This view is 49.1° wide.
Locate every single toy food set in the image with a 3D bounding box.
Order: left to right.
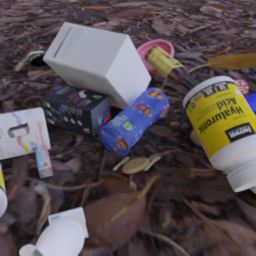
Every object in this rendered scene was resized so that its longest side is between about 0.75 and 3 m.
[{"bbox_3d":[0.238,1.063,7.657,1.221,0.245,0.843,-7,20,42],"label":"toy food set"}]

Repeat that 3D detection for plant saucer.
[{"bbox_3d":[1.198,-3.320,13.347,2.030,0.514,2.030,-12,53,17],"label":"plant saucer"}]

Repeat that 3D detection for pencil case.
[{"bbox_3d":[0.260,-0.241,9.008,1.100,1.225,2.820,42,47,6],"label":"pencil case"}]

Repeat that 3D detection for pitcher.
[{"bbox_3d":[-1.400,2.469,5.393,0.810,1.146,1.336,1,7,19],"label":"pitcher"}]

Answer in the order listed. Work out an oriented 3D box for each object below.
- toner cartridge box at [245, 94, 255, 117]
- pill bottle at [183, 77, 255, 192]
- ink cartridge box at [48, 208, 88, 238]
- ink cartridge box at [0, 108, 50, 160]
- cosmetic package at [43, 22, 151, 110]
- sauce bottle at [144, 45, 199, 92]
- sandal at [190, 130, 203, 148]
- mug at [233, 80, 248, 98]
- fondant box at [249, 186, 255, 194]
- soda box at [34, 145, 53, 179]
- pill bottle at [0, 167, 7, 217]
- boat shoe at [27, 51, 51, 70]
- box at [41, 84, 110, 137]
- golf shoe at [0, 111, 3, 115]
[{"bbox_3d":[5.174,-0.289,9.525,1.271,0.577,2.675,-28,43,-32],"label":"toner cartridge box"},{"bbox_3d":[2.480,0.150,6.847,1.437,1.437,2.582,-13,63,-17],"label":"pill bottle"},{"bbox_3d":[-1.346,2.232,6.306,0.784,0.171,0.681,-11,62,-15],"label":"ink cartridge box"},{"bbox_3d":[-3.255,0.176,8.320,1.627,1.201,0.697,-11,35,-14],"label":"ink cartridge box"},{"bbox_3d":[-0.962,-2.082,9.955,2.666,2.658,1.639,22,79,27],"label":"cosmetic package"},{"bbox_3d":[1.864,-2.418,11.775,2.613,0.863,0.863,42,48,12],"label":"sauce bottle"},{"bbox_3d":[3.085,0.333,8.576,2.309,0.623,0.927,13,37,12],"label":"sandal"},{"bbox_3d":[3.936,-1.299,10.954,1.361,1.208,0.908,-10,0,-21],"label":"mug"},{"bbox_3d":[3.904,1.267,7.420,1.576,0.459,1.137,-18,39,-22],"label":"fondant box"},{"bbox_3d":[-2.415,0.950,7.979,0.357,0.332,1.044,-12,36,-16],"label":"soda box"},{"bbox_3d":[-3.765,1.197,6.799,1.289,1.289,2.256,-16,38,-22],"label":"pill bottle"},{"bbox_3d":[-3.587,-3.411,13.729,2.628,0.937,0.791,-15,37,-8],"label":"boat shoe"},{"bbox_3d":[-1.744,-0.632,9.581,1.991,1.056,1.217,16,37,21],"label":"box"},{"bbox_3d":[-4.545,-0.433,9.480,1.658,0.783,0.644,22,34,15],"label":"golf shoe"}]
